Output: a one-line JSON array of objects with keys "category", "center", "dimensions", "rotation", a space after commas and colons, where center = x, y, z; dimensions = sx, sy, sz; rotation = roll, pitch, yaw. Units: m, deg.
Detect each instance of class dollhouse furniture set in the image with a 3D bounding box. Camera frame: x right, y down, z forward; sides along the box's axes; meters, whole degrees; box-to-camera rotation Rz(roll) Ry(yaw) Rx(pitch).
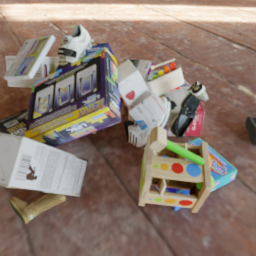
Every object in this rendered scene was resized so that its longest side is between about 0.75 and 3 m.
[{"category": "dollhouse furniture set", "center": [-1.393, -1.513, 11.675], "dimensions": [2.899, 1.510, 2.931], "rotation": [24, 44, 28]}]

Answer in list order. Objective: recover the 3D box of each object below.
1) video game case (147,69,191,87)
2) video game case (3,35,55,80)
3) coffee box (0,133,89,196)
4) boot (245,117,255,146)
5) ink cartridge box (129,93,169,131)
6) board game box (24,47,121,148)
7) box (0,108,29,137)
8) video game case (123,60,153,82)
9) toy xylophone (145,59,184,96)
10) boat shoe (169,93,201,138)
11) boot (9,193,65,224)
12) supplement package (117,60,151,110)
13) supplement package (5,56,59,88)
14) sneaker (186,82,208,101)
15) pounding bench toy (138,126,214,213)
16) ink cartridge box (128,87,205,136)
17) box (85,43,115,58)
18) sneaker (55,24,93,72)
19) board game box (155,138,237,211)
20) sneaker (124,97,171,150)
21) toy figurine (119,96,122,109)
[{"category": "video game case", "center": [1.704, -2.181, 13.573], "dimensions": [2.052, 0.267, 2.255], "rotation": [-11, 38, -15]}, {"category": "video game case", "center": [-3.199, -2.243, 9.034], "dimensions": [1.478, 0.179, 1.624], "rotation": [5, 64, 38]}, {"category": "coffee box", "center": [-2.384, 0.950, 7.007], "dimensions": [1.535, 2.715, 1.084], "rotation": [7, 77, 24]}, {"category": "boot", "center": [5.481, 0.186, 10.314], "dimensions": [1.894, 0.622, 1.561], "rotation": [8, 40, 3]}, {"category": "ink cartridge box", "center": [0.667, -0.516, 8.935], "dimensions": [1.031, 0.755, 0.443], "rotation": [-36, -3, 11]}, {"category": "board game box", "center": [-1.675, -0.839, 8.506], "dimensions": [2.904, 0.823, 2.400], "rotation": [-20, 54, 21]}, {"category": "box", "center": [-3.610, -0.084, 10.631], "dimensions": [1.705, 0.538, 2.163], "rotation": [31, 47, 33]}, {"category": "video game case", "center": [0.160, -2.029, 11.046], "dimensions": [1.311, 0.259, 1.447], "rotation": [11, 70, 31]}, {"category": "toy xylophone", "center": [1.356, -1.874, 10.500], "dimensions": [1.769, 1.295, 0.444], "rotation": [-18, 24, -17]}, {"category": "boat shoe", "center": [1.999, -0.422, 9.447], "dimensions": [0.682, 1.824, 0.605], "rotation": [17, 30, -26]}, {"category": "boot", "center": [-2.612, 2.082, 8.026], "dimensions": [1.089, 0.411, 1.244], "rotation": [32, 45, 33]}, {"category": "supplement package", "center": [0.098, -1.326, 9.299], "dimensions": [0.887, 1.462, 0.876], "rotation": [-34, 44, 2]}, {"category": "supplement package", "center": [-3.731, -2.422, 12.012], "dimensions": [1.742, 1.240, 2.237], "rotation": [5, 15, 18]}, {"category": "sneaker", "center": [2.148, -1.058, 8.589], "dimensions": [0.455, 0.524, 1.183], "rotation": [-37, 13, 12]}, {"category": "pounding bench toy", "center": [1.255, 0.943, 6.834], "dimensions": [1.708, 2.189, 1.360], "rotation": [7, 51, 0]}, {"category": "ink cartridge box", "center": [1.357, -0.658, 10.912], "dimensions": [2.712, 1.123, 1.976], "rotation": [-1, 37, 0]}, {"category": "box", "center": [-1.763, -4.451, 16.388], "dimensions": [1.551, 0.415, 2.560], "rotation": [-8, 37, -10]}, {"category": "sneaker", "center": [-2.416, -3.042, 11.215], "dimensions": [0.960, 1.146, 2.590], "rotation": [10, 64, 29]}, {"category": "board game box", "center": [1.899, 1.345, 8.813], "dimensions": [2.337, 0.526, 1.777], "rotation": [-20, 42, -23]}, {"category": "sneaker", "center": [0.577, -0.227, 9.387], "dimensions": [1.168, 2.031, 0.766], "rotation": [17, 20, -23]}, {"category": "toy figurine", "center": [-0.780, -1.068, 10.279], "dimensions": [1.791, 0.945, 1.073], "rotation": [17, 66, 22]}]
